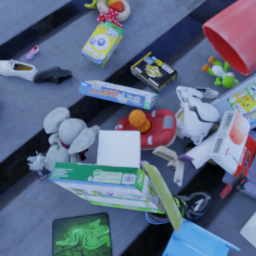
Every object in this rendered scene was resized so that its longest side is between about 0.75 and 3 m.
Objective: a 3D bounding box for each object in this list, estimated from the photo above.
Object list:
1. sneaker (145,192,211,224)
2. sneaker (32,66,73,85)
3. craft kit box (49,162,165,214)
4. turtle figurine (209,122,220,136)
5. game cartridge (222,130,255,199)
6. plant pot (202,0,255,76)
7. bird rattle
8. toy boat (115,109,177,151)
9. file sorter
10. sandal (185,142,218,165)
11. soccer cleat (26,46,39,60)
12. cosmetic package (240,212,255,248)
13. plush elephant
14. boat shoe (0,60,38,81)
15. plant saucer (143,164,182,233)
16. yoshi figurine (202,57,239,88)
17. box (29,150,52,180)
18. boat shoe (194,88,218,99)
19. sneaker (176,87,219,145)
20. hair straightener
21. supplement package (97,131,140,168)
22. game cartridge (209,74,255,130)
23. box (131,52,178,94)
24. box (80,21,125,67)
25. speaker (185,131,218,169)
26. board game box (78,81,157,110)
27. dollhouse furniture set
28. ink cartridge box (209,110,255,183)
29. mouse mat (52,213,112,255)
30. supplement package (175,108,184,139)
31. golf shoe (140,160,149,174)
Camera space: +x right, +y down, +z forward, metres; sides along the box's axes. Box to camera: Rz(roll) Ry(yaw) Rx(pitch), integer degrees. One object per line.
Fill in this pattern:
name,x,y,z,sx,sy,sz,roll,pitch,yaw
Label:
sneaker,1.731,2.683,9.451,2.328,0.965,0.825,-12,60,-6
sneaker,-3.302,-2.205,12.314,1.623,0.488,0.847,-30,61,-18
craft kit box,-0.486,1.856,8.493,2.702,2.669,0.656,0,58,25
turtle figurine,3.341,0.066,11.044,1.302,0.656,0.975,25,61,21
game cartridge,4.710,1.309,10.439,1.596,0.472,2.461,29,66,16
plant pot,4.918,-4.007,11.408,2.514,2.842,2.842,-42,67,12
bird rattle,-0.843,-5.980,13.898,2.174,1.502,2.667,-24,67,-30
toy boat,0.524,-0.091,10.296,2.358,1.541,1.539,-10,54,29
file sorter,1.882,4.165,8.088,1.735,1.534,2.501,27,75,9
sandal,3.232,1.012,10.598,2.144,0.612,0.851,14,70,23
soccer cleat,-4.490,-3.522,13.117,0.265,0.304,0.795,31,66,15
cosmetic package,5.127,3.046,8.805,2.139,1.790,1.779,-41,69,-19
plush elephant,-1.848,0.506,9.450,2.193,2.663,2.062,47,109,26
boat shoe,-5.017,-2.683,12.429,2.092,0.731,0.742,17,63,9
plant saucer,1.065,2.012,8.342,0.345,2.218,2.218,-25,65,-1
yoshi figurine,3.989,-2.277,11.953,1.646,0.925,0.922,41,73,12
box,-3.156,1.393,10.581,0.847,0.212,0.853,-31,67,-14
boat shoe,3.349,-1.544,12.028,1.104,0.378,0.398,11,63,6
sneaker,2.329,-0.525,10.576,0.951,1.454,2.530,5,31,-23
hair straightener,3.701,1.888,9.447,0.578,1.502,0.307,10,34,-14
supplement package,-0.271,1.173,9.539,1.331,2.222,1.347,1,63,2
game cartridge,4.582,-0.869,10.681,2.553,0.517,1.702,-35,100,13
box,1.166,-2.475,12.513,1.330,0.411,1.665,-40,69,-20
box,-1.110,-3.834,12.538,1.144,0.472,1.950,32,87,11
speaker,2.910,0.754,10.089,1.680,0.682,0.682,-35,67,1
board game box,-0.315,-1.351,11.131,2.786,1.886,0.480,14,103,8
dollhouse furniture set,1.240,1.318,9.194,1.382,1.095,0.981,26,63,-23
ink cartridge box,3.781,0.719,9.448,2.173,0.545,1.762,35,70,-27
mouse mat,-1.571,3.757,9.414,1.966,0.074,1.582,-7,62,-5
supplement package,2.287,-0.338,11.199,0.743,0.715,1.306,35,68,17
golf shoe,0.623,1.431,10.216,0.286,0.761,0.348,5,64,31
